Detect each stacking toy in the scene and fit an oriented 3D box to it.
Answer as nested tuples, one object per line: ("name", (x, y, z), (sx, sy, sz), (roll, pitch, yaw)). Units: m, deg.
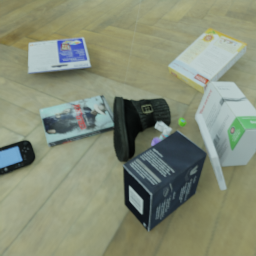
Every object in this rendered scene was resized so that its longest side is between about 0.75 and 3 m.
("stacking toy", (1.043, 0.394, 8.716), (0.450, 1.443, 1.913), (39, 27, 19))

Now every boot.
("boot", (0.560, -0.038, 10.095), (2.079, 1.046, 2.781), (5, 57, -13))

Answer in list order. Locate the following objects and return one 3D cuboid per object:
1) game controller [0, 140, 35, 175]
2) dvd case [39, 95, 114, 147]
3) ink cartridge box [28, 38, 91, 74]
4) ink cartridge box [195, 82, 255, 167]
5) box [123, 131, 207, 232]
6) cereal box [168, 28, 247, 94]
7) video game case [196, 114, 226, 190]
("game controller", (-4.177, 1.087, 9.425), (1.995, 0.420, 1.041), (-19, 49, -17))
("dvd case", (-1.945, -0.347, 10.905), (2.682, 0.295, 1.958), (-14, 47, -15))
("ink cartridge box", (-3.374, -3.358, 13.637), (2.830, 0.673, 2.864), (-8, 48, -10))
("ink cartridge box", (3.421, -0.188, 9.602), (1.030, 1.788, 2.450), (-2, 45, -15))
("box", (0.978, 1.495, 7.916), (2.031, 1.997, 1.192), (-29, 51, -26))
("cereal box", (3.579, -3.127, 12.775), (2.943, 0.582, 2.117), (-43, 57, -9))
("video game case", (2.533, 0.718, 8.574), (0.215, 1.652, 1.815), (-18, 41, 13))
